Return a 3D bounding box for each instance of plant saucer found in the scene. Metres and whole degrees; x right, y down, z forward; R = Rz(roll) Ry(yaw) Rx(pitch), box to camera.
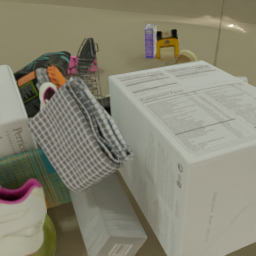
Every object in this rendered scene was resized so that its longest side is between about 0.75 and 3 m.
[{"bbox_3d":[-1.991,1.968,4.770,1.481,0.230,1.481,16,47,-18],"label":"plant saucer"}]

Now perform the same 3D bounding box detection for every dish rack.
[{"bbox_3d":[-0.955,-0.773,5.773,0.545,1.532,1.997,-3,77,-25],"label":"dish rack"}]

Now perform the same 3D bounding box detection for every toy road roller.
[{"bbox_3d":[1.492,-2.965,10.441,0.799,0.949,1.300,-3,69,13],"label":"toy road roller"}]

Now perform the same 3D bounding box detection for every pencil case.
[{"bbox_3d":[-1.823,-2.308,10.050,1.394,0.653,0.633,-9,7,-17],"label":"pencil case"}]

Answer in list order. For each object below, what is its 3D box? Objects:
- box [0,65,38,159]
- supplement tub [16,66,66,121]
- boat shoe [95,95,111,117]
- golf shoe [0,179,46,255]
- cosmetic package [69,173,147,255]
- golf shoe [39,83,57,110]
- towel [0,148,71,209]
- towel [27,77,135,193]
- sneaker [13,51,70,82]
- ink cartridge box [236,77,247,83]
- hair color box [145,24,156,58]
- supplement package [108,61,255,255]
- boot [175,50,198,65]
[{"bbox_3d":[-2.699,0.224,5.744,1.416,2.155,2.166,-19,42,-19],"label":"box"},{"bbox_3d":[-2.505,-0.858,7.409,1.742,1.067,1.067,-27,40,6],"label":"supplement tub"},{"bbox_3d":[-0.890,-0.204,6.785,2.677,0.954,0.806,-19,24,8],"label":"boat shoe"},{"bbox_3d":[-2.548,1.212,4.058,2.755,1.261,1.037,11,6,-33],"label":"golf shoe"},{"bbox_3d":[-0.411,1.474,4.910,0.825,0.697,1.545,19,22,-34],"label":"cosmetic package"},{"bbox_3d":[-1.566,-0.338,5.565,0.421,1.119,0.512,-7,9,-20],"label":"golf shoe"},{"bbox_3d":[-1.768,1.025,5.214,2.166,1.588,0.235,-15,41,-14],"label":"towel"},{"bbox_3d":[-0.762,0.147,4.166,0.629,1.217,1.470,-29,83,-47],"label":"towel"},{"bbox_3d":[-2.704,-1.782,8.849,2.304,0.869,0.913,-9,48,28],"label":"sneaker"},{"bbox_3d":[2.551,-0.831,7.466,1.016,1.392,0.585,-2,79,14],"label":"ink cartridge box"},{"bbox_3d":[0.893,-3.436,11.081,0.372,1.146,0.627,6,39,12],"label":"hair color box"},{"bbox_3d":[1.200,0.386,5.227,2.255,2.272,2.993,-13,34,-17],"label":"supplement package"},{"bbox_3d":[1.114,-0.936,7.357,0.704,1.954,1.511,33,50,27],"label":"boot"}]
